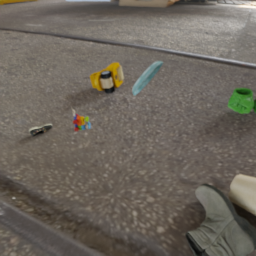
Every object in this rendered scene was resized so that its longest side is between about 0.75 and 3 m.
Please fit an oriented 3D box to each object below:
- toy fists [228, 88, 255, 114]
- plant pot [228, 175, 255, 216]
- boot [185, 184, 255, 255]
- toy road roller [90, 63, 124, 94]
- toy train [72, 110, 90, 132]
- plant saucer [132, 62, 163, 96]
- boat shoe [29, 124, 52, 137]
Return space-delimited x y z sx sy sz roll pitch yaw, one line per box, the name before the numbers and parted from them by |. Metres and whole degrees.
toy fists | 5.957 -1.197 13.325 2.288 1.167 0.787 0 45 0
plant pot | 3.854 2.063 8.569 1.254 1.370 1.370 18 37 42
boot | 2.284 2.709 7.939 1.643 0.852 2.515 -19 37 -17
toy road roller | -1.247 -2.798 15.682 1.404 1.182 1.924 6 35 28
toy train | -1.453 -0.284 8.687 0.501 0.866 0.366 -1 43 -2
plant saucer | 0.534 -1.479 8.215 0.175 1.279 1.279 42 44 3
boat shoe | -3.747 0.108 12.151 1.041 0.381 0.326 -21 73 -41
